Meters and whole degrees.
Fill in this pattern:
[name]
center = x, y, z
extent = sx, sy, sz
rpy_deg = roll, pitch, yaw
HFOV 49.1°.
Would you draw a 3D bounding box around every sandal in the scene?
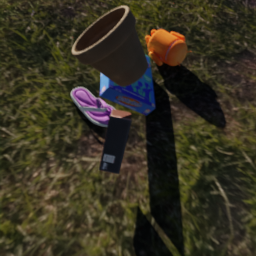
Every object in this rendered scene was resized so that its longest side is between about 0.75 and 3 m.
[sandal]
center = -1.301, -0.834, 10.542
extent = 2.442, 0.600, 0.994
rpy_deg = 34, 62, 21

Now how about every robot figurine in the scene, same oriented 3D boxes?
[robot figurine]
center = 1.657, -3.409, 12.012
extent = 2.018, 1.177, 1.451
rpy_deg = 38, 41, 25

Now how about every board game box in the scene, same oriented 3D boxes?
[board game box]
center = -0.030, -2.024, 10.662
extent = 2.083, 0.616, 2.739
rpy_deg = 20, 50, -30

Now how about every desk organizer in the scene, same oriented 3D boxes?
[desk organizer]
center = -0.383, 0.406, 8.374
extent = 0.642, 1.791, 0.690
rpy_deg = 12, 23, -3

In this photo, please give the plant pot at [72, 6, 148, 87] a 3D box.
[plant pot]
center = -0.338, -2.106, 7.930
extent = 1.942, 1.694, 1.942
rpy_deg = -26, 36, 21
